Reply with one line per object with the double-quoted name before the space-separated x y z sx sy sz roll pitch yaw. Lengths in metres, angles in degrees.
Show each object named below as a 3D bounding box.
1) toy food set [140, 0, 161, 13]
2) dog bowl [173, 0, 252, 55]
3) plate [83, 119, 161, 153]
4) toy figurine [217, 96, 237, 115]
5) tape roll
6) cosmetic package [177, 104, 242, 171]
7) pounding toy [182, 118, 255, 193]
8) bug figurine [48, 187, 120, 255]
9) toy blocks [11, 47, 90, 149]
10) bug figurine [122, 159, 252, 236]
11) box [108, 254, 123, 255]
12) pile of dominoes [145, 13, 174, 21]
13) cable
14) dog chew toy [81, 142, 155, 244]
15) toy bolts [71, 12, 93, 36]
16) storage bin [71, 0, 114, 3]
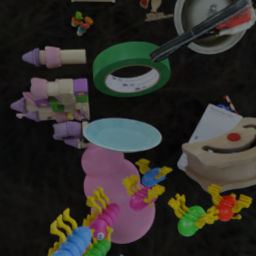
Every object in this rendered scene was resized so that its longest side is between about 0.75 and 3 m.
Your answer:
"toy food set" 0.927 -5.379 11.257 1.030 0.255 1.620 20 79 7
"dog bowl" 2.047 -2.822 7.032 1.860 0.686 1.860 1 110 3
"plate" -0.129 0.186 6.056 1.676 1.676 0.214 6 112 2
"toy figurine" 3.303 -0.426 9.455 0.693 0.610 1.156 -28 69 21
"tape roll" 0.101 -1.738 8.794 2.390 2.390 0.574 -5 70 -2
"cosmetic package" 2.517 0.481 8.648 1.117 0.814 2.198 25 79 21
"pounding toy" 2.687 0.228 6.523 2.863 1.643 1.637 -12 28 2
"bug figurine" -0.860 2.468 5.261 0.725 2.818 2.185 23 34 16
"toy blocks" -2.352 -0.621 8.311 2.346 2.605 2.787 -3 72 -8
"bug figurine" 0.997 1.383 5.562 2.469 1.915 0.635 18 107 33
"box" -0.011 3.161 6.167 1.135 1.144 0.284 34 52 -13
"pile of dominoes" 1.288 -3.608 8.830 1.415 1.103 0.225 -4 109 20
"cable" 1.725 -2.061 6.273 2.604 1.264 0.655 -29 93 10
"dog chew toy" -0.366 1.622 7.519 1.760 1.760 2.826 -21 105 -7
"toy bolts" -1.750 -3.878 10.680 0.751 0.545 0.786 8 52 -40
"storage bin" -1.390 -5.952 11.131 1.767 0.828 1.754 0 71 1
